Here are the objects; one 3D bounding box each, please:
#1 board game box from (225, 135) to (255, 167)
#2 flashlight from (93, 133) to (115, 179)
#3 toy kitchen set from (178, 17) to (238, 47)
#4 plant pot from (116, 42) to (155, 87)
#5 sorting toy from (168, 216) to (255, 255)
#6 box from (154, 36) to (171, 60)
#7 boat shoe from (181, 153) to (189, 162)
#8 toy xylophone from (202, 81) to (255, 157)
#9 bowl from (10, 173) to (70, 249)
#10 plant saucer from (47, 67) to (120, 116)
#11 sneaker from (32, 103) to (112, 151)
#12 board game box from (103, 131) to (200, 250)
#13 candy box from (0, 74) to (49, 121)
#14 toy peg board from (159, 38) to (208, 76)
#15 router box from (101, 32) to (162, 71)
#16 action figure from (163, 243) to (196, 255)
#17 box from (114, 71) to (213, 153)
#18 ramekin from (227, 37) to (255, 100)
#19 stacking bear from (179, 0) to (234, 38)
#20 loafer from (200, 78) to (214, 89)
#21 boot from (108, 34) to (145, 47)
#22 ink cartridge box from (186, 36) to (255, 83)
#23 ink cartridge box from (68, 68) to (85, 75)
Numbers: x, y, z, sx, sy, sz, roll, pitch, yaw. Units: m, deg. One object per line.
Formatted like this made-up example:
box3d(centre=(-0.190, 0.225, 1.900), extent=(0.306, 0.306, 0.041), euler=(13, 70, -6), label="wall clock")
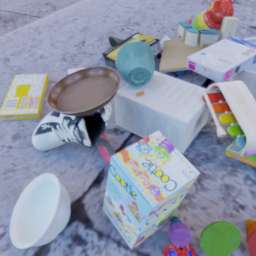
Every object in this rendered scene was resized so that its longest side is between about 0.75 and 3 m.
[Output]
box3d(centre=(4.454, 0.872, 8.925), extent=(1.130, 0.355, 2.366), euler=(-37, 35, -26), label="board game box")
box3d(centre=(-0.807, 0.836, 9.229), extent=(0.732, 0.730, 2.155), euler=(5, 39, -35), label="flashlight")
box3d(centre=(3.565, -4.578, 12.839), extent=(2.108, 1.242, 1.689), euler=(-1, 34, -9), label="toy kitchen set")
box3d(centre=(0.307, -2.116, 9.771), extent=(1.376, 1.376, 1.104), euler=(-4, 49, -5), label="plant pot")
box3d(centre=(2.362, 2.570, 7.105), extent=(2.865, 0.994, 0.987), euler=(7, 17, -6), label="sorting toy")
box3d(centre=(1.792, -4.211, 14.683), extent=(1.163, 0.350, 0.678), euler=(-42, 45, 13), label="box")
box3d(centre=(1.209, 1.239, 8.806), extent=(1.646, 0.592, 0.559), euler=(-18, 44, -19), label="boat shoe")
box3d(centre=(3.356, -0.459, 8.975), extent=(2.076, 0.712, 2.835), euler=(-1, 59, -15), label="toy xylophone")
box3d(centre=(-2.115, 2.203, 7.240), extent=(1.887, 0.848, 1.887), euler=(-25, 46, 28), label="bowl")
box3d(centre=(-1.328, -1.101, 8.672), extent=(2.343, 0.403, 2.343), euler=(-10, 41, 9), label="plant saucer")
box3d(centre=(-1.813, 0.087, 8.883), extent=(2.941, 1.174, 1.914), euler=(-23, 23, -1), label="sneaker")
box3d(centre=(0.387, 1.574, 6.709), extent=(1.361, 2.642, 1.385), euler=(-27, 61, -28), label="board game box")
box3d(centre=(-4.345, -1.400, 11.950), extent=(1.510, 0.390, 2.954), euler=(-1, 42, -5), label="candy box")
box3d(centre=(2.793, -3.290, 13.542), extent=(2.156, 1.054, 2.147), euler=(-3, 54, 22), label="toy peg board")
box3d(centre=(0.157, -3.754, 13.855), extent=(2.375, 0.620, 1.868), euler=(-36, 43, -16), label="router box")
box3d(centre=(1.307, 3.474, 6.261), extent=(0.905, 0.715, 2.765), euler=(-4, 39, -1), label="action figure")
box3d(centre=(1.258, -0.697, 10.283), extent=(2.872, 1.527, 2.187), euler=(26, 48, 26), label="box")
box3d(centre=(5.722, -2.516, 12.062), extent=(2.992, 1.570, 2.992), euler=(-7, 44, 7), label="ramekin")
box3d(centre=(4.131, -5.331, 14.243), extent=(1.655, 2.910, 1.767), euler=(29, 68, -11), label="stacking bear")
box3d(centre=(3.313, -1.738, 12.073), extent=(0.543, 0.476, 1.512), euler=(20, 58, 25), label="loafer")
box3d(centre=(0.106, -4.878, 15.667), extent=(1.749, 0.698, 1.923), euler=(41, 61, 19), label="boot")
box3d(centre=(3.902, -2.784, 11.125), extent=(2.835, 0.595, 1.692), euler=(-32, 49, -25), label="ink cartridge box")
box3d(centre=(-2.278, -2.251, 12.847), extent=(0.832, 0.483, 1.153), euler=(-8, 42, -9), label="ink cartridge box")
